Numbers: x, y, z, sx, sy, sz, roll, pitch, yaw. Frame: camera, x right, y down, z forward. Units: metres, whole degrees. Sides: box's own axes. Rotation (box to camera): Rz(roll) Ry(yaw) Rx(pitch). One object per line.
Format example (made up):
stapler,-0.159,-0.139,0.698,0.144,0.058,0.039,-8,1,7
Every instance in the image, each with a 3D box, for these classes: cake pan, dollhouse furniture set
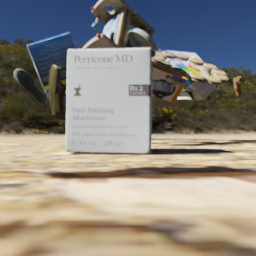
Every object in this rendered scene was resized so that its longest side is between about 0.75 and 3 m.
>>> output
cake pan,0.385,-2.193,7.222,0.923,0.169,0.923,38,-9,7
dollhouse furniture set,-0.866,-2.264,8.693,1.906,1.917,2.720,31,-38,-34

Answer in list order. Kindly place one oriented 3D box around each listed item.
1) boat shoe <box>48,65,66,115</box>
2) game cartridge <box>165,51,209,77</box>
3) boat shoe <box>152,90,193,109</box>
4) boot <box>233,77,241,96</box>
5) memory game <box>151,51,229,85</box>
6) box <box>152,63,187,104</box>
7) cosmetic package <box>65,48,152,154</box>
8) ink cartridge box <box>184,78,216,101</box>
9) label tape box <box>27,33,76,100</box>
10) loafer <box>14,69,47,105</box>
boat shoe,-2.959,-1.572,11.889,0.744,2.264,0.809,-3,34,-25
game cartridge,2.417,-2.862,12.346,1.662,0.518,2.496,6,30,-7
boat shoe,1.802,-1.410,13.083,2.409,0.725,0.859,5,-37,4
boot,5.123,-1.945,12.982,0.350,0.709,0.913,-10,27,30
memory game,2.175,-2.194,9.966,2.924,0.186,2.924,12,28,-6
box,1.028,-1.591,9.703,1.759,1.047,0.365,17,37,-10
cosmetic package,-0.275,-0.443,5.337,1.470,1.783,1.471,0,-1,5
ink cartridge box,3.294,-1.982,13.023,0.842,1.147,0.838,-42,4,-4
label tape box,-3.140,-2.669,12.844,1.980,2.763,0.913,-22,10,-13
loafer,-4.357,-1.708,12.183,0.643,1.845,0.694,-5,38,40
